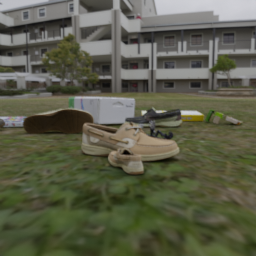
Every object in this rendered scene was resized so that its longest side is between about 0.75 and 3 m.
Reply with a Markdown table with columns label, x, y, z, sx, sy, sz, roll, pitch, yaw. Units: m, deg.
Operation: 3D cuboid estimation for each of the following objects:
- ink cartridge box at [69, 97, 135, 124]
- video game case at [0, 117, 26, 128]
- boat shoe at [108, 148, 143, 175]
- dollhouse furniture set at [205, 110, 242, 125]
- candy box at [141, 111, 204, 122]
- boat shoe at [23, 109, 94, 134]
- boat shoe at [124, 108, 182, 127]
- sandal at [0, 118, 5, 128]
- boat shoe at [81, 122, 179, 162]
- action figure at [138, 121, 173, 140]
| label | x | y | z | sx | sy | sz | roll | pitch | yaw |
| --- | --- | --- | --- | --- | --- | --- | --- | --- | --- |
| ink cartridge box | -1.243 | -0.819 | 12.700 | 1.924 | 1.115 | 2.657 | -3 | 7 | -38 |
| video game case | -5.180 | -0.257 | 12.093 | 2.063 | 0.260 | 2.264 | -2 | 7 | -13 |
| boat shoe | -0.045 | 0.575 | 5.495 | 0.431 | 0.390 | 1.209 | -4 | 9 | -27 |
| dollhouse furniture set | 4.226 | -0.291 | 12.443 | 1.495 | 0.577 | 0.747 | 28 | 15 | 31 |
| candy box | 2.128 | -0.587 | 13.891 | 2.911 | 0.384 | 1.488 | 0 | 13 | 1 |
| boat shoe | -2.402 | -0.239 | 9.894 | 2.409 | 0.869 | 0.782 | -6 | 9 | -1 |
| boat shoe | 1.021 | -0.439 | 11.430 | 2.360 | 0.776 | 0.843 | 0 | 9 | -1 |
| sandal | -5.877 | -0.350 | 10.280 | 2.635 | 0.719 | 1.077 | 4 | 26 | 8 |
| boat shoe | -0.024 | 0.272 | 6.344 | 2.342 | 0.756 | 0.835 | 3 | 8 | 19 |
| action figure | 0.540 | 0.151 | 7.680 | 1.316 | 0.672 | 0.782 | 7 | 21 | 32 |
